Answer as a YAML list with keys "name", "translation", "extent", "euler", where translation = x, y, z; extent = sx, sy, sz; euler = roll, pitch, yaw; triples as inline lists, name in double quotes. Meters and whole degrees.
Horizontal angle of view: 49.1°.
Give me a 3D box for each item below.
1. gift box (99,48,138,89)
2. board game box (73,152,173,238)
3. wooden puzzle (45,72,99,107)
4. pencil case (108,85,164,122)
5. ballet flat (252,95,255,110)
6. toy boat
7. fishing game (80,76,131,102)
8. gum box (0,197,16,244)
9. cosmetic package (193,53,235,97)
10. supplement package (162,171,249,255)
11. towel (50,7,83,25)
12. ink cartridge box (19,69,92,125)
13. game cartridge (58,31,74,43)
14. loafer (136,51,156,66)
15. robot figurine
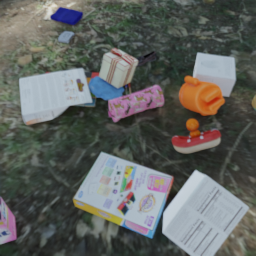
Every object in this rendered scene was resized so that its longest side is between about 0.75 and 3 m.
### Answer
- name: "gift box"
  translation: [-0.336, -2.266, 10.262]
  extent: [1.068, 1.081, 1.157]
  euler: [31, 39, 12]
- name: "board game box"
  translation: [-0.095, 1.687, 7.413]
  extent: [2.164, 0.436, 1.656]
  euler: [18, 51, 16]
- name: "wooden puzzle"
  translation: [-2.006, -1.497, 10.425]
  extent: [2.946, 0.207, 1.747]
  euler: [4, 48, 3]
- name: "pencil case"
  translation: [0.254, -0.825, 9.409]
  extent: [1.904, 0.824, 0.788]
  euler: [-20, 46, -16]
- name: "ballet flat"
  translation: [5.413, -0.452, 9.047]
  extent: [2.769, 0.873, 0.950]
  euler: [30, 54, 24]
- name: "toy boat"
  translation: [1.931, 0.183, 8.149]
  extent: [1.383, 0.904, 0.902]
  euler: [-17, 2, 16]
- name: "fishing game"
  translation: [-0.800, -1.405, 10.196]
  extent: [1.916, 0.298, 1.372]
  euler: [6, 46, -15]
- name: "gum box"
  translation: [-3.697, 2.354, 6.382]
  extent: [1.904, 1.080, 0.629]
  euler: [-14, 50, -13]
- name: "cosmetic package"
  translation: [3.169, -1.987, 10.432]
  extent: [1.385, 0.851, 1.380]
  euler: [10, 49, 9]
- name: "supplement package"
  translation: [1.530, 1.788, 6.015]
  extent: [0.988, 1.783, 1.388]
  euler: [37, 90, 10]
- name: "towel"
  translation: [-3.074, -5.571, 14.041]
  extent: [1.392, 0.345, 1.028]
  euler: [19, 58, 17]
- name: "ink cartridge box"
  translation: [-2.513, -1.149, 9.668]
  extent: [2.269, 0.569, 1.840]
  euler: [-11, 52, -13]
- name: "game cartridge"
  translation: [-2.870, -4.168, 12.879]
  extent: [0.532, 0.161, 0.798]
  euler: [14, 49, 8]
- name: "loafer"
  translation: [0.652, -2.888, 11.576]
  extent: [1.146, 0.361, 0.412]
  euler: [-23, 52, -19]
- name: "robot figurine"
  translation: [2.336, -0.998, 9.128]
  extent: [1.272, 1.031, 1.768]
  euler: [17, 8, -22]
